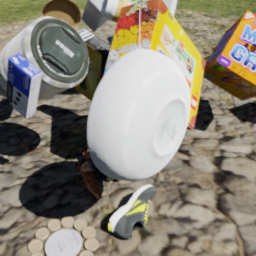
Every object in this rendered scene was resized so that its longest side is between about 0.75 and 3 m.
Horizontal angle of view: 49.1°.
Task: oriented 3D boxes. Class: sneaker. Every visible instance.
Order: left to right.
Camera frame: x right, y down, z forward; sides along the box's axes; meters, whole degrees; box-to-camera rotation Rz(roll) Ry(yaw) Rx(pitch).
[{"bbox_3d":[0.255,2.101,6.912,0.693,0.610,1.639,31,53,29],"label":"sneaker"}]

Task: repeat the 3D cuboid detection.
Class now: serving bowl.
[{"bbox_3d":[0.408,-0.097,4.686,0.754,2.294,2.294,21,39,36],"label":"serving bowl"}]

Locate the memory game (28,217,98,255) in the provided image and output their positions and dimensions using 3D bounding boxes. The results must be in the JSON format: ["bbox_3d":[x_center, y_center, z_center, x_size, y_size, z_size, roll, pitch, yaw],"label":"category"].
[{"bbox_3d":[-1.473,2.676,6.381,1.588,0.101,1.588,0,33,0],"label":"memory game"}]

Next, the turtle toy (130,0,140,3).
[{"bbox_3d":[0.265,-5.883,13.158,0.564,0.813,1.116,-2,60,-40],"label":"turtle toy"}]

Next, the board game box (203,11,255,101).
[{"bbox_3d":[3.830,-2.229,9.223,1.845,1.845,1.846,31,-3,-1],"label":"board game box"}]

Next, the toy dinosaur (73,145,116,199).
[{"bbox_3d":[-0.855,1.201,8.100,1.504,1.132,2.216,-17,53,0],"label":"toy dinosaur"}]

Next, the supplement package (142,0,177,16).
[{"bbox_3d":[1.235,-4.767,11.904,1.256,1.613,0.894,17,27,15],"label":"supplement package"}]

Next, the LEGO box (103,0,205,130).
[{"bbox_3d":[0.850,-1.447,7.396,1.147,2.972,2.213,3,73,37],"label":"LEGO box"}]

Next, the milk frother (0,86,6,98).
[{"bbox_3d":[-4.303,-2.088,9.509,1.643,1.546,1.483,13,29,-40],"label":"milk frother"}]

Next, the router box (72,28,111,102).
[{"bbox_3d":[-1.064,-1.803,9.049,1.707,2.171,0.567,37,53,17],"label":"router box"}]

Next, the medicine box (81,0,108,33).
[{"bbox_3d":[-1.066,-5.105,11.816,1.502,0.849,1.649,-49,10,-20],"label":"medicine box"}]

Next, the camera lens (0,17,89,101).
[{"bbox_3d":[-2.067,-1.554,6.731,2.018,1.614,1.614,-12,19,44],"label":"camera lens"}]

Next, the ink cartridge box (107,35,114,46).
[{"bbox_3d":[-0.476,-3.779,12.712,0.391,0.924,0.667,-35,20,-36],"label":"ink cartridge box"}]

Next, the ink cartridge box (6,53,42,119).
[{"bbox_3d":[-2.250,-0.846,5.975,0.646,1.375,0.304,39,49,6],"label":"ink cartridge box"}]

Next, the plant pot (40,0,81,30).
[{"bbox_3d":[-2.675,-4.440,11.158,1.598,1.598,0.220,-9,54,-14],"label":"plant pot"}]

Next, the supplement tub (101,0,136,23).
[{"bbox_3d":[-0.269,-3.954,9.427,1.134,0.821,0.821,10,28,-25],"label":"supplement tub"}]
